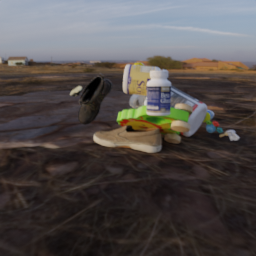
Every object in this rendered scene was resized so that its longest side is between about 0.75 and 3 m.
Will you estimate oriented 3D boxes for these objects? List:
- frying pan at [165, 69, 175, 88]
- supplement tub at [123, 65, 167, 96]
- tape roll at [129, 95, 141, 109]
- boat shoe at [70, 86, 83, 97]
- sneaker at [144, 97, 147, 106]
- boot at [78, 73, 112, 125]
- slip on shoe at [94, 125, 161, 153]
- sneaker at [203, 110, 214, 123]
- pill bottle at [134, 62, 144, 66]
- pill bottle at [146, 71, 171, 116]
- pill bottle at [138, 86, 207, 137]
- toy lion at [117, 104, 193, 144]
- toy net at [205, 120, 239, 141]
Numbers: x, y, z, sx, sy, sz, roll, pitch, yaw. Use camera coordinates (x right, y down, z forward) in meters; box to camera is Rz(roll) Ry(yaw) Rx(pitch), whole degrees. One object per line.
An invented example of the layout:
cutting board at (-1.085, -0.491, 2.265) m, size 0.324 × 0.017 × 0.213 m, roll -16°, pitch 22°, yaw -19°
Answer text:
frying pan at (2.156, -1.876, 14.386) m, size 1.511 × 2.498 × 0.407 m, roll -20°, pitch 44°, yaw -40°
supplement tub at (0.715, -2.001, 11.941) m, size 1.737 × 1.263 × 1.263 m, roll 7°, pitch 16°, yaw 6°
tape roll at (0.442, -1.313, 13.608) m, size 0.806 × 0.806 × 0.282 m, roll -14°, pitch 39°, yaw -41°
boat shoe at (-2.224, -1.590, 12.365) m, size 0.302 × 0.321 × 0.893 m, roll 32°, pitch -31°, yaw -29°
sneaker at (1.201, -0.818, 11.465) m, size 0.978 × 0.948 × 2.678 m, roll 20°, pitch -13°, yaw 9°
boot at (-1.816, -1.294, 13.138) m, size 1.001 × 2.892 × 2.518 m, roll 32°, pitch 12°, yaw 2°
slip on shoe at (-0.066, 0.302, 11.207) m, size 2.934 × 0.889 × 1.115 m, roll 9°, pitch 18°, yaw 30°
sneaker at (3.321, -0.628, 13.553) m, size 1.739 × 0.643 × 0.715 m, roll 14°, pitch 26°, yaw 42°
pill bottle at (0.477, -2.670, 13.089) m, size 0.620 × 0.620 × 1.135 m, roll 1°, pitch 23°, yaw 4°
pill bottle at (0.770, -0.873, 7.043) m, size 0.608 × 1.094 × 0.608 m, roll 0°, pitch 9°, yaw 0°
pill bottle at (1.986, -0.977, 12.855) m, size 2.859 × 1.656 × 1.656 m, roll 35°, pitch 31°, yaw 26°
toy lion at (0.901, -0.250, 10.888) m, size 2.664 × 0.954 × 2.779 m, roll 11°, pitch -16°, yaw 2°
toy net at (3.976, 0.070, 11.796) m, size 1.480 × 0.777 × 0.286 m, roll 20°, pitch 48°, yaw 30°
